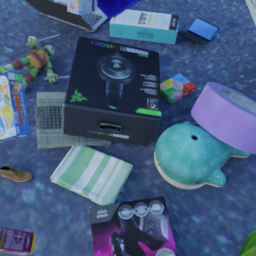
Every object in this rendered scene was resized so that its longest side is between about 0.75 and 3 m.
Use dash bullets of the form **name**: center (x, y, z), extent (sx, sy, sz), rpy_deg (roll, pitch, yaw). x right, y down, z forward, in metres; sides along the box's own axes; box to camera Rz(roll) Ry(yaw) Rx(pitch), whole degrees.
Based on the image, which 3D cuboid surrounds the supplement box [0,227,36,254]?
- **supplement box**: center (-1.958, 1.836, 4.545), extent (0.421, 0.762, 0.326), rpy_deg (-19, 54, 31)

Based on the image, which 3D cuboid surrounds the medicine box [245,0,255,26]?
- **medicine box**: center (4.120, -3.167, 6.918), extent (1.058, 2.056, 1.873), rpy_deg (-48, 34, -7)

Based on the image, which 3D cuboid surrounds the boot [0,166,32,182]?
- **boot**: center (-3.048, 1.234, 7.565), extent (0.898, 0.339, 0.330), rpy_deg (9, 53, 5)

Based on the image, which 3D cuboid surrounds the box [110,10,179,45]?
- **box**: center (0.660, -4.060, 11.175), extent (2.612, 0.642, 1.075), rpy_deg (10, 55, 7)

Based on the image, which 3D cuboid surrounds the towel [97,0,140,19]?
- **towel**: center (-0.818, -4.557, 8.251), extent (1.938, 2.625, 0.650), rpy_deg (-19, 43, 42)

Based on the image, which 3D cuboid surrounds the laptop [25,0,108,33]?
- **laptop**: center (-2.411, -5.165, 11.309), extent (2.808, 1.738, 2.999), rpy_deg (25, 58, 16)

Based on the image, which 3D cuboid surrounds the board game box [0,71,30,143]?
- **board game box**: center (-1.649, -0.169, 3.391), extent (1.084, 0.187, 0.733), rpy_deg (-15, 82, 32)

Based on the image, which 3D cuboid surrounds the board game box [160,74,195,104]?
- **board game box**: center (1.617, -1.340, 9.488), extent (1.054, 0.212, 0.806), rpy_deg (-31, 60, -20)

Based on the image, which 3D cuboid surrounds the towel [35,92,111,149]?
- **towel**: center (-1.691, -0.264, 8.484), extent (2.165, 0.374, 2.085), rpy_deg (-1, 55, -17)

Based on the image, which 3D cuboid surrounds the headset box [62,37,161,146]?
- **headset box**: center (-0.462, -1.010, 8.240), extent (2.584, 1.377, 2.967), rpy_deg (9, 54, -8)

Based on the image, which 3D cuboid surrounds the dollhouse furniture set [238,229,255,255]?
- **dollhouse furniture set**: center (2.813, 3.396, 5.412), extent (1.683, 1.289, 2.568), rpy_deg (33, 61, 21)

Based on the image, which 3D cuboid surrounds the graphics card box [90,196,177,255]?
- **graphics card box**: center (0.195, 3.044, 6.016), extent (1.819, 0.737, 2.899), rpy_deg (-7, 54, -4)

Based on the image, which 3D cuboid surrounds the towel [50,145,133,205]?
- **towel**: center (-0.985, 1.221, 7.641), extent (1.849, 0.216, 1.410), rpy_deg (20, 56, 15)

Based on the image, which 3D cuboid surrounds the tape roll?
- **tape roll**: center (2.910, -0.327, 7.665), extent (2.191, 0.931, 2.191), rpy_deg (21, 24, -10)

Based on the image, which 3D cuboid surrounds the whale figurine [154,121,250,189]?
- **whale figurine**: center (2.029, 0.520, 7.435), extent (2.650, 1.375, 2.108), rpy_deg (-13, 54, -13)

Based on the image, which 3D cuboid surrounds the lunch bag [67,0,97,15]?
- **lunch bag**: center (-1.238, -3.785, 8.103), extent (0.631, 0.842, 0.993), rpy_deg (25, 35, 26)

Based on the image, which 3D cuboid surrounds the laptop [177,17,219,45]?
- **laptop**: center (2.756, -3.821, 10.981), extent (1.091, 0.636, 1.231), rpy_deg (36, 38, 24)

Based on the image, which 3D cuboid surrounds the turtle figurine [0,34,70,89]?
- **turtle figurine**: center (-3.006, -2.154, 9.309), extent (2.079, 1.496, 2.016), rpy_deg (32, 64, 25)
